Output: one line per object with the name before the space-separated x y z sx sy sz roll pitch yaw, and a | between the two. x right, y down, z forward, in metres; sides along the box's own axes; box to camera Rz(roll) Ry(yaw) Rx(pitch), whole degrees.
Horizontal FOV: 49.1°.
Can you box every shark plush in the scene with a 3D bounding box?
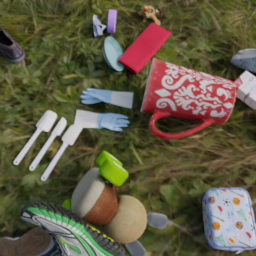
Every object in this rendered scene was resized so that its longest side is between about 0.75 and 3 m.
shark plush | 5.478 -2.186 11.180 2.749 1.249 1.145 42 91 -3

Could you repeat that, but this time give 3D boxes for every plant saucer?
plant saucer | -0.618 -2.898 11.130 0.247 1.374 1.374 -14 60 29

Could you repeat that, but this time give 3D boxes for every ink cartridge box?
ink cartridge box | 4.679 -1.432 10.715 0.919 0.519 1.252 -40 70 -17

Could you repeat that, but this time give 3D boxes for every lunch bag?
lunch bag | 3.113 2.807 8.556 1.523 0.718 1.901 1 63 -2

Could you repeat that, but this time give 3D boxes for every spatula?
spatula | -2.883 0.578 9.962 1.628 0.188 2.342 26 69 10

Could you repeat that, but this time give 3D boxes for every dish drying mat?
dish drying mat | 0.713 -3.409 11.842 1.012 0.240 2.635 34 67 11

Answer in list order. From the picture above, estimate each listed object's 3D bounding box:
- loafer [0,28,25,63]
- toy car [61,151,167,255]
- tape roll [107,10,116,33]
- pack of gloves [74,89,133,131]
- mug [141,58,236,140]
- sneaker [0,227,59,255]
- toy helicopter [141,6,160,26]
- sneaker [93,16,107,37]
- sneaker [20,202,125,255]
loafer | -5.386 -3.778 11.676 2.699 0.850 0.970 38 70 17
toy car | -0.263 2.503 8.240 2.821 2.226 2.318 38 88 -11
tape roll | -0.698 -4.551 12.003 0.304 0.926 0.926 5 64 -3
pack of gloves | -0.907 -0.766 10.464 2.057 0.406 1.728 5 63 3
mug | 1.999 -0.888 9.941 2.902 1.936 2.576 12 103 1
sneaker | -2.791 3.496 8.212 2.582 1.401 0.905 -25 66 21
toy helicopter | 1.145 -5.049 12.623 0.727 0.433 1.099 -25 77 -22
sneaker | -1.233 -4.424 12.285 0.577 0.404 1.000 -6 71 -7
sneaker | -1.384 2.666 6.564 2.690 1.049 1.146 37 76 -9
